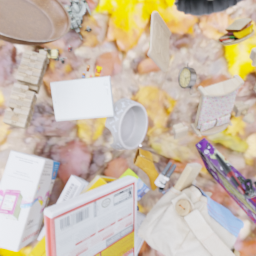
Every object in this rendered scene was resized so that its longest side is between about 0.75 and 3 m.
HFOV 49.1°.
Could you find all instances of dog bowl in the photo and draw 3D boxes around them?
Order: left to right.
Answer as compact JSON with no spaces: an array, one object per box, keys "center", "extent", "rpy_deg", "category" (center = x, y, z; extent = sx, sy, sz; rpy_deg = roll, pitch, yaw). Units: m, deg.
[{"center":[0.011,-0.057,6.803],"extent":[0.381,1.299,1.299],"rpy_deg":[13,79,37],"category":"dog bowl"}]

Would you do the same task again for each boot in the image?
[{"center":[0.379,0.916,6.172],"extent":[0.625,0.307,0.873],"rpy_deg":[22,56,-29],"category":"boot"}]

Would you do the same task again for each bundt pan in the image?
[{"center":[1.808,-3.144,6.129],"extent":[1.679,1.679,0.630],"rpy_deg":[-5,86,-1],"category":"bundt pan"}]

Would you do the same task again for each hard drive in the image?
[{"center":[-0.999,-0.630,6.167],"extent":[1.319,0.173,0.870],"rpy_deg":[-4,101,8],"category":"hard drive"}]

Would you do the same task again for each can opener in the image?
[{"center":[0.801,1.041,6.043],"extent":[0.216,0.273,0.820],"rpy_deg":[25,41,17],"category":"can opener"}]

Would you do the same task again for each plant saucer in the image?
[{"center":[-2.319,-2.375,5.692],"extent":[2.262,0.414,2.262],"rpy_deg":[18,45,-19],"category":"plant saucer"}]

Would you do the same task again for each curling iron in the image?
[{"center":[1.807,0.776,4.782],"extent":[0.300,1.210,0.155],"rpy_deg":[-33,117,1],"category":"curling iron"}]

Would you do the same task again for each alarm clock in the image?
[{"center":[1.564,-1.216,7.245],"extent":[0.273,0.552,0.819],"rpy_deg":[3,63,-24],"category":"alarm clock"}]

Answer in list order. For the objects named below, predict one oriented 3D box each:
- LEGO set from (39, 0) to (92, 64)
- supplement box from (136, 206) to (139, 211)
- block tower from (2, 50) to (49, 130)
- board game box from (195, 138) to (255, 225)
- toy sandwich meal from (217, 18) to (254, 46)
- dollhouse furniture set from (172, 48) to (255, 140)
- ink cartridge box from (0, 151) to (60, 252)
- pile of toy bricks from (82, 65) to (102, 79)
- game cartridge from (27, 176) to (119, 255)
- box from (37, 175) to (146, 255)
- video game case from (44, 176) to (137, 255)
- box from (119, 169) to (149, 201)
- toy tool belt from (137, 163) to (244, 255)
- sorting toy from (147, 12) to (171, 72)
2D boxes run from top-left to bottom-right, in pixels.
[{"center":[-2.019,-3.385,9.144],"extent":[1.627,0.710,2.505],"rpy_deg":[6,80,1],"category":"LEGO set"},{"center":[-0.244,2.709,8.147],"extent":[0.657,0.661,1.207],"rpy_deg":[27,82,4],"category":"supplement box"},{"center":[-1.793,-0.689,4.960],"extent":[0.406,0.379,1.404],"rpy_deg":[15,77,-7],"category":"block tower"},{"center":[2.475,1.396,6.238],"extent":[0.390,1.451,2.417],"rpy_deg":[-40,46,3],"category":"board game box"},{"center":[2.548,-2.279,6.642],"extent":[0.931,0.931,0.319],"rpy_deg":[-27,119,-4],"category":"toy sandwich meal"},{"center":[2.272,-0.453,5.732],"extent":[2.414,2.059,1.179],"rpy_deg":[-19,54,-10],"category":"dollhouse furniture set"},{"center":[-2.846,1.939,7.745],"extent":[0.996,1.700,2.352],"rpy_deg":[15,81,3],"category":"ink cartridge box"},{"center":[-0.845,-1.075,6.345],"extent":[0.465,0.414,0.838],"rpy_deg":[15,83,-6],"category":"pile of toy bricks"},{"center":[-1.052,2.067,6.080],"extent":[0.387,2.104,2.386],"rpy_deg":[39,87,15],"category":"game cartridge"},{"center":[-0.946,2.776,7.610],"extent":[2.650,0.545,2.066],"rpy_deg":[22,80,28],"category":"box"},{"center":[-0.509,2.239,4.688],"extent":[0.221,1.808,2.529],"rpy_deg":[9,104,41],"category":"video game case"},{"center":[0.157,1.730,8.541],"extent":[0.883,0.210,0.538],"rpy_deg":[44,83,7],"category":"box"},{"center":[1.476,1.767,5.249],"extent":[1.611,2.581,1.586],"rpy_deg":[16,74,48],"category":"toy tool belt"},{"center":[0.794,-2.188,7.245],"extent":[0.217,1.099,1.187],"rpy_deg":[0,75,31],"category":"sorting toy"}]
